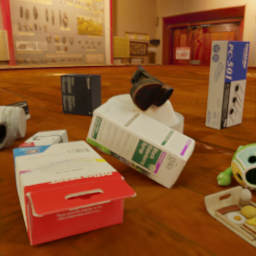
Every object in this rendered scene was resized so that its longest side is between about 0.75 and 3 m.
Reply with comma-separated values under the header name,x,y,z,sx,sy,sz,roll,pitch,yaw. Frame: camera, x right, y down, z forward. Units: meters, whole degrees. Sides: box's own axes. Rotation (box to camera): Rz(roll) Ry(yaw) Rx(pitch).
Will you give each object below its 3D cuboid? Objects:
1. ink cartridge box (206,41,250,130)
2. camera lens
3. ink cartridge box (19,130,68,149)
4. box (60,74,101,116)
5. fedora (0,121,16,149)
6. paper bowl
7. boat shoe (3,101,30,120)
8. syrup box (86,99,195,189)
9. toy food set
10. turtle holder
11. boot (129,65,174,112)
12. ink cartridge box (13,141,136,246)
name,x,y,z,sx,sy,sz,roll,pitch,yaw
ink cartridge box,3.414,-1.482,9.634,1.353,2.878,0.636,-12,20,-37
camera lens,-3.798,-0.141,8.385,1.233,0.986,0.986,-1,16,-7
ink cartridge box,-2.100,0.460,7.127,0.828,0.475,1.140,-4,17,8
box,-1.940,-1.398,11.652,1.472,1.616,0.841,7,17,24
fedora,-3.373,0.251,7.673,0.900,0.796,0.406,-33,-31,25
paper bowl,0.279,-0.182,7.979,2.562,1.332,2.562,1,17,0
boat shoe,-4.735,-0.523,10.247,2.320,0.700,0.857,-14,21,-40
syrup box,0.247,0.285,5.823,2.039,0.803,0.830,29,34,13
toy food set,1.954,1.330,4.414,0.882,0.371,1.229,-8,18,-26
turtle holder,2.370,0.772,5.446,1.156,0.878,0.821,8,18,22
boot,0.287,-0.962,6.527,1.001,0.772,2.066,39,18,17
ink cartridge box,-1.021,1.006,4.645,1.434,0.830,2.469,-6,17,-25
